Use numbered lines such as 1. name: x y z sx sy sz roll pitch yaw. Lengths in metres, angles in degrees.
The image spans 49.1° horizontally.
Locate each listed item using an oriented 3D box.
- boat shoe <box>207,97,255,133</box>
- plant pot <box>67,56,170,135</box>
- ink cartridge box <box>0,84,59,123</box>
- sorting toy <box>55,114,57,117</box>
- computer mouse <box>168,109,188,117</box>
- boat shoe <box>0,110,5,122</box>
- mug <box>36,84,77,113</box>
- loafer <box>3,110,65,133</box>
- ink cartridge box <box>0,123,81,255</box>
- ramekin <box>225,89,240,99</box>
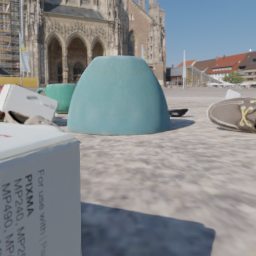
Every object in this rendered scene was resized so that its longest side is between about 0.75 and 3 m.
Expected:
1. boat shoe: 3.003 -0.268 6.500 2.362 0.848 0.703 10 8 24
2. plant pot: -0.238 -0.915 7.470 2.737 1.844 2.737 1 7 0
3. ink cartridge box: -2.951 -0.658 8.070 1.352 0.763 1.842 21 -4 -29
4. sorting toy: -2.962 -0.504 9.833 0.826 0.490 0.917 14 12 31
5. computer mouse: 1.688 -0.562 10.886 1.292 0.297 0.907 -4 3 9
6. boat shoe: -4.104 -0.398 8.993 0.404 0.403 1.119 6 10 38
7. mug: -2.879 -1.257 12.359 1.917 1.185 1.575 0 3 33
8. loafer: -1.922 -0.023 5.492 1.825 0.574 0.656 6 9 37
9. ink cartridge box: -1.220 0.497 0.523 1.473 0.837 2.022 3 8 23
10. ramekin: 4.061 -0.950 11.023 0.497 1.067 1.067 17 13 21
